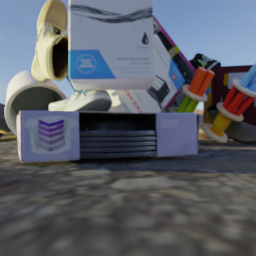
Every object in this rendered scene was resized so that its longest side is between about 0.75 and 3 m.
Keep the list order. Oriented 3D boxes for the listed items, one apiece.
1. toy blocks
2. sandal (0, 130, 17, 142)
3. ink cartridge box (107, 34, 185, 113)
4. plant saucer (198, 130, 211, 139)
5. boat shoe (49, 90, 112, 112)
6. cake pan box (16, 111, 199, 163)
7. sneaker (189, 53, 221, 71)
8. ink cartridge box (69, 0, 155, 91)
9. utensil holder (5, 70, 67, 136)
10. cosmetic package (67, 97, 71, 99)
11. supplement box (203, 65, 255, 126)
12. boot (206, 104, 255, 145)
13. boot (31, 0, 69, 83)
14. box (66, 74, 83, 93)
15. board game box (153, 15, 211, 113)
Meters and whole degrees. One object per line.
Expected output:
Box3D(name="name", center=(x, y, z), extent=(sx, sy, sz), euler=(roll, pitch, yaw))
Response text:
Box3D(name="toy blocks", center=(2.431, -0.952, 7.559), extent=(1.887, 2.264, 0.822), euler=(29, 29, 5))
Box3D(name="sandal", center=(-4.619, 0.285, 9.844), extent=(1.504, 0.406, 0.604), euler=(0, 0, 15))
Box3D(name="ink cartridge box", center=(0.302, -1.107, 7.175), extent=(0.892, 1.546, 2.130), euler=(-7, 36, 52))
Box3D(name="plant saucer", center=(3.738, 0.299, 13.363), extent=(2.788, 0.447, 2.788), euler=(1, -1, 0))
Box3D(name="boat shoe", center=(-1.219, -0.490, 6.419), extent=(0.821, 0.714, 2.226), euler=(4, -16, -40))
Box3D(name="cake pan box", center=(-0.557, 0.108, 4.853), extent=(2.557, 0.726, 2.777), euler=(-2, 0, -23))
Box3D(name="sneaker", center=(2.260, -1.984, 8.696), extent=(0.584, 0.674, 1.628), euler=(-34, 11, -4))
Box3D(name="ink cartridge box", center=(-0.344, -2.200, 5.604), extent=(1.605, 2.771, 0.924), euler=(-1, -6, -2))
Box3D(name="utensil holder", center=(-3.168, -0.840, 9.581), extent=(1.965, 1.965, 2.312), euler=(0, 21, -25))
Box3D(name="cosmetic package", center=(-1.298, -0.804, 11.434), extent=(2.014, 1.675, 1.685), euler=(-19, 12, 16))
Box3D(name="supplement box", center=(3.700, -0.965, 9.752), extent=(2.099, 2.070, 1.394), euler=(0, -6, 13))
Box3D(name="boot", center=(3.191, -0.167, 8.280), extent=(1.782, 1.164, 0.603), euler=(3, 36, 46))
Box3D(name="boot", center=(-1.853, -2.344, 7.340), extent=(0.847, 2.352, 1.819), euler=(12, 2, -31))
Box3D(name="box", center=(-0.711, -0.923, 8.693), extent=(0.537, 2.850, 1.947), euler=(-39, -14, 24))
Box3D(name="board game box", center=(0.793, -1.569, 8.651), extent=(2.163, 2.932, 0.942), euler=(-42, 20, 3))
